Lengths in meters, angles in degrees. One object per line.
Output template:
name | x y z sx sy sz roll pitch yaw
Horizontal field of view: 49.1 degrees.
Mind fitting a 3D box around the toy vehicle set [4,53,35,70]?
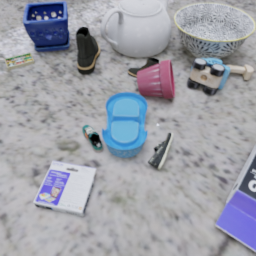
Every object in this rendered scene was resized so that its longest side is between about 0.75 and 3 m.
toy vehicle set | -4.163 -2.561 10.738 1.009 0.134 0.627 -20 51 -17

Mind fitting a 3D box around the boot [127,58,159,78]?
boot | 0.564 -2.192 9.953 1.167 0.807 0.452 9 49 9

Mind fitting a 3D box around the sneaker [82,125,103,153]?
sneaker | -1.026 0.209 8.050 0.378 0.423 1.059 -24 52 -20

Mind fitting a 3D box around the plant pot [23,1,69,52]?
plant pot | -3.120 -3.945 11.092 1.620 1.456 1.620 -7 49 -6

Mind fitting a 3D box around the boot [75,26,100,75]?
boot | -1.520 -3.289 10.434 0.873 1.559 2.254 -4 48 -4

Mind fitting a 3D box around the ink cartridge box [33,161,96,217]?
ink cartridge box | -1.524 1.483 7.000 1.235 0.270 1.246 9 51 8

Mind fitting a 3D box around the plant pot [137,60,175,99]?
plant pot | 0.914 -1.531 9.198 1.109 1.239 1.239 -6 46 16

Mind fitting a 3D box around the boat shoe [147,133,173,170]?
boat shoe | 0.929 0.562 7.713 0.423 0.449 1.250 22 54 13

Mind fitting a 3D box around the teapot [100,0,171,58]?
teapot | 0.411 -4.217 10.951 2.743 2.030 2.779 1 49 1

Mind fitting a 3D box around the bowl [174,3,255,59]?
bowl | 3.142 -3.500 10.749 2.917 1.369 2.917 0 48 0

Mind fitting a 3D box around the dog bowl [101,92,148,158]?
dog bowl | -0.073 -0.104 8.241 1.272 0.566 2.281 2 49 2

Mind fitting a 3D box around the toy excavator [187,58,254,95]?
toy excavator | 3.249 -1.966 9.770 1.882 0.967 1.936 26 44 20

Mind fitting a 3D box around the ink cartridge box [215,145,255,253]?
ink cartridge box | 3.912 1.839 6.382 2.872 0.629 2.899 30 55 20
